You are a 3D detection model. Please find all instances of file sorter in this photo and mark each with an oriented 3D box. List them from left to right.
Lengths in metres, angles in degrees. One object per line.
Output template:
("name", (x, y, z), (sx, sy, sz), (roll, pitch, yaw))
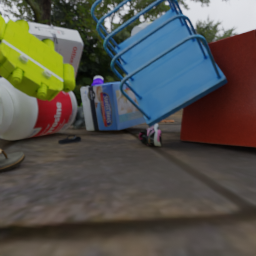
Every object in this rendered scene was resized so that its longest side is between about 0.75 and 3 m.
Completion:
("file sorter", (0.500, -1.845, 6.194), (1.910, 2.753, 1.689), (-31, -35, 15))

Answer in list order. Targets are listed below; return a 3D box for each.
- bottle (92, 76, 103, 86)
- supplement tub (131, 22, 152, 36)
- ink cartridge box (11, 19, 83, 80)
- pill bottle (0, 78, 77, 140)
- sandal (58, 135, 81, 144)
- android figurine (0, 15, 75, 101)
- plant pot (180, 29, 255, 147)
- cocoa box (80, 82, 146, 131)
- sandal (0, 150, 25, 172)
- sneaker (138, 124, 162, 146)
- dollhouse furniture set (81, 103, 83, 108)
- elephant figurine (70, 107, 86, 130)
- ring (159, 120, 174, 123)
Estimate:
("bottle", (-1.367, -1.481, 12.479), (0.590, 1.808, 0.755), (16, -34, -25))
("supplement tub", (0.716, -2.706, 8.242), (1.098, 0.796, 0.796), (-22, 17, -33))
("ink cartridge box", (-2.483, -2.207, 8.265), (1.955, 1.432, 0.809), (2, 43, -27))
("pill bottle", (-2.852, -0.546, 7.836), (1.659, 1.659, 2.955), (2, 6, 20))
("sandal", (-1.447, 0.283, 7.095), (0.291, 0.164, 0.767), (2, 6, 24))
("android figurine", (-1.907, -1.367, 5.560), (1.987, 0.448, 2.183), (34, 26, -35))
("plant pot", (2.978, -0.971, 6.769), (2.670, 2.353, 2.667), (-10, 6, -31))
("cocoa box", (-0.249, -0.836, 9.906), (1.518, 1.543, 2.313), (0, 11, 40))
("sandal", (-2.152, 0.464, 4.116), (0.556, 0.371, 1.361), (5, 7, 41))
("sneaker", (0.506, 0.158, 6.869), (0.514, 0.478, 1.190), (-1, 4, 0))
("dollhouse furniture set", (-1.983, -0.370, 13.017), (1.146, 0.885, 2.292), (6, 23, -17))
("elephant figurine", (-1.976, -0.351, 10.689), (1.019, 0.929, 1.313), (27, -15, -8))
("ring", (1.826, -0.313, 13.774), (0.862, 0.083, 0.862), (-1, 6, 0))
